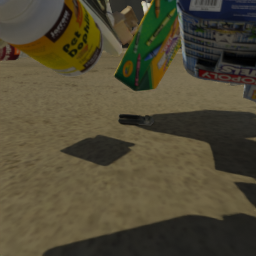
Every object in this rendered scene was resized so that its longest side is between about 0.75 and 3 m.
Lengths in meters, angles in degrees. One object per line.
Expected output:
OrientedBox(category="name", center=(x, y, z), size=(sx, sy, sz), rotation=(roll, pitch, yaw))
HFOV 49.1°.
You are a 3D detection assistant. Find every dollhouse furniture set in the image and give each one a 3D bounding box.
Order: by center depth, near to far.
OrientedBox(category="dollhouse furniture set", center=(-0.026, -2.874, 8.099), size=(0.639, 0.546, 1.233), rotation=(-31, 19, 13))
OrientedBox(category="dollhouse furniture set", center=(0.171, -3.801, 10.415), size=(1.038, 1.215, 2.345), rotation=(-38, 49, 1))

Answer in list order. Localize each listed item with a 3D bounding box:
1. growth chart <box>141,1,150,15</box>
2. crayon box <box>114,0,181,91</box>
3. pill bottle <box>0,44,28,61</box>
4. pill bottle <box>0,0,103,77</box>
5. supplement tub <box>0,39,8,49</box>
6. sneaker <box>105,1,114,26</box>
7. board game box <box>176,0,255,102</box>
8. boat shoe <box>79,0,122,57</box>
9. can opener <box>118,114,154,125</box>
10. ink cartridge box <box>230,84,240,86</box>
OrientedBox(category="growth chart", center=(1.514, -3.797, 9.133), size=(2.202, 0.195, 1.593), rotation=(6, 38, 0))
OrientedBox(category="crayon box", center=(0.779, -2.174, 6.903), size=(0.733, 2.518, 1.495), rotation=(35, 21, 14))
OrientedBox(category="pill bottle", center=(-3.613, -2.365, 8.112), size=(0.815, 0.815, 1.427), rotation=(14, 22, 34))
OrientedBox(category="pill bottle", center=(-1.251, -1.620, 4.217), size=(1.181, 1.181, 2.163), rotation=(6, -5, 16))
OrientedBox(category="supplement tub", center=(-2.783, -2.173, 4.678), size=(1.960, 1.960, 2.696), rotation=(13, 47, 33))
OrientedBox(category="sneaker", center=(-1.578, -3.385, 9.363), size=(2.975, 1.053, 1.086), rotation=(-10, -11, 40))
OrientedBox(category="board game box", center=(2.079, -1.104, 4.554), size=(2.506, 0.773, 2.504), rotation=(10, -13, 17))
OrientedBox(category="boat shoe", center=(-0.922, -3.004, 6.920), size=(0.890, 2.795, 0.988), rotation=(-51, 35, -10))
OrientedBox(category="can opener", center=(0.253, -0.240, 8.760), size=(1.102, 0.294, 0.369), rotation=(5, -13, 15))
OrientedBox(category="ink cartridge box", center=(2.968, -2.512, 6.186), size=(1.820, 2.473, 1.788), rotation=(0, 48, 41))
